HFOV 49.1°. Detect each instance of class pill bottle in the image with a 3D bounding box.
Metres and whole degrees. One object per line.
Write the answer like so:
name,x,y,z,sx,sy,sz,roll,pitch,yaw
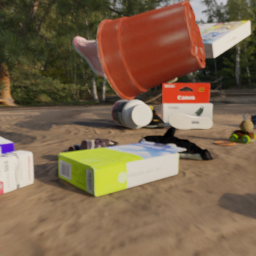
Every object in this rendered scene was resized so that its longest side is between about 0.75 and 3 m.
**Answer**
pill bottle,0.194,-0.776,15.633,1.561,1.561,2.820,-3,7,-22

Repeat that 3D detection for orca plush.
orca plush,1.352,0.427,8.641,1.319,0.891,2.506,-6,9,-40

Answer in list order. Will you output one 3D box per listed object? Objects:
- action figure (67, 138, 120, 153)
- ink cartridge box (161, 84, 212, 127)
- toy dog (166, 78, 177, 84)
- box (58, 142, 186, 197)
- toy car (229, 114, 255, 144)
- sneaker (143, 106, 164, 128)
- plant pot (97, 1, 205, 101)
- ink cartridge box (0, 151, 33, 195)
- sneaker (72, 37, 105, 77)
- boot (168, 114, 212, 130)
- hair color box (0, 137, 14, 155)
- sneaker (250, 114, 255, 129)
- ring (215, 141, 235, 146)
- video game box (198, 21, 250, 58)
action figure,-1.005,0.626,8.348,1.223,0.652,1.879,-4,1,26
ink cartridge box,3.443,-1.346,16.434,2.904,2.520,0.632,0,7,0
toy dog,1.890,-2.637,12.339,1.264,0.909,1.303,-2,-16,28
box,-0.089,0.820,6.508,2.614,0.623,1.594,-6,9,-38
toy car,4.606,-0.011,11.206,0.901,1.142,0.938,6,9,40
sneaker,1.301,-0.647,16.176,0.931,1.198,2.661,-2,7,-17
plant pot,0.734,-2.118,7.488,2.256,2.320,2.320,-12,1,26
ink cartridge box,-2.430,0.891,5.663,0.404,0.693,0.957,4,8,29
sneaker,-1.186,-2.896,10.076,0.795,1.104,2.112,-4,48,-46
boot,3.311,-0.300,15.443,2.402,0.874,1.085,8,1,-3
hair color box,-3.981,0.654,6.921,1.496,0.887,2.737,-6,11,-39
sneaker,7.378,-0.389,15.990,0.761,0.770,1.940,3,9,13
ring,3.682,0.604,10.638,0.760,0.073,0.760,0,8,0
video game box,2.826,-3.255,10.302,2.491,0.583,2.269,-35,30,-30
